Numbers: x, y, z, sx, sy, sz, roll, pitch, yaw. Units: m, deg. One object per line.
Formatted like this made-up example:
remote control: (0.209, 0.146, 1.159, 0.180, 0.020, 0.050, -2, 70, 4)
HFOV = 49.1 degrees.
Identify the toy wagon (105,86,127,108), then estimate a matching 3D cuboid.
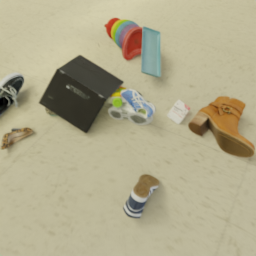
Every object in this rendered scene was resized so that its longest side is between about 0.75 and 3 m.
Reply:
toy wagon: (-1.141, -1.350, 11.579, 2.354, 0.466, 1.826, 0, 23, -5)

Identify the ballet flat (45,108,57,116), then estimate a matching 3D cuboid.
ballet flat: (-2.369, -0.831, 11.478, 2.225, 0.838, 0.755, 6, 47, 5)

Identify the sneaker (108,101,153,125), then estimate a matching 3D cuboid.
sneaker: (0.179, -0.734, 11.405, 1.865, 0.727, 0.927, 16, 54, 15)

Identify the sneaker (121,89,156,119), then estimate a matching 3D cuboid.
sneaker: (0.338, -0.936, 10.639, 1.513, 0.573, 0.583, 34, 48, 5)

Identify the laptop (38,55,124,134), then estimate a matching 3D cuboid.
laptop: (-1.833, -1.441, 11.284, 2.283, 2.439, 1.413, 32, 9, 5)

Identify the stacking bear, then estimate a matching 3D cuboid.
stacking bear: (-0.245, -5.094, 15.190, 1.740, 1.629, 2.865, -23, 45, -21)

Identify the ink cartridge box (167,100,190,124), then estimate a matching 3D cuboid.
ink cartridge box: (2.081, -0.655, 11.524, 0.627, 0.354, 0.855, 37, 53, 3)

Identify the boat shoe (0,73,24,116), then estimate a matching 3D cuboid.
boat shoe: (-5.148, -1.290, 11.784, 0.934, 1.009, 2.734, 17, 49, 20)

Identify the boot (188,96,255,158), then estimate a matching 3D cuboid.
boot: (3.948, -0.161, 10.724, 2.111, 1.043, 2.719, -39, 44, -25)

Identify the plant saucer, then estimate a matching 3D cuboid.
plant saucer: (1.052, -3.591, 13.213, 0.979, 0.266, 2.801, 13, 62, -18)

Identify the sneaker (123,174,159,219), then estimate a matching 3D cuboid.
sneaker: (0.397, 2.135, 8.737, 0.639, 0.988, 1.822, 26, 17, 15)

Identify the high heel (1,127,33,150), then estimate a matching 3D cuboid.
high heel: (-4.181, 0.389, 10.547, 0.900, 0.451, 1.263, 0, 37, 9)
